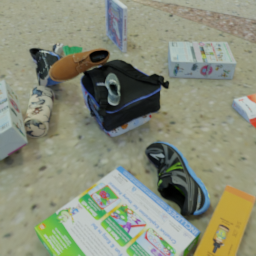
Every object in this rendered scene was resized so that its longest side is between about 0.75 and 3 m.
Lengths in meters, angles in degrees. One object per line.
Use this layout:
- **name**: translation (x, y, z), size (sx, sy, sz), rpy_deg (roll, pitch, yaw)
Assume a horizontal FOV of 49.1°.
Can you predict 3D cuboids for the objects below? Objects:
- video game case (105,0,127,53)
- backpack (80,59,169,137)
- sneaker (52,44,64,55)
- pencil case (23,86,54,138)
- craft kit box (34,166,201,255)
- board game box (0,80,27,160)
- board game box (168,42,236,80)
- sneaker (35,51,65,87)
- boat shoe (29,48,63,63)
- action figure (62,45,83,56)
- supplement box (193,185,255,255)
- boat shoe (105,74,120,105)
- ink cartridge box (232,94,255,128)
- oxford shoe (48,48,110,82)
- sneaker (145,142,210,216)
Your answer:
- **video game case**: translation (-0.676, -5.660, 15.047), size (0.294, 2.334, 2.561), rpy_deg (-16, 44, -19)
- **backpack**: translation (-0.377, -1.211, 10.179), size (2.801, 2.158, 2.668), rpy_deg (-22, 53, -24)
- **sneaker**: translation (-3.762, -4.111, 14.719), size (0.481, 0.475, 1.211), rpy_deg (7, 31, 1)
- **pencil case**: translation (-3.373, -0.634, 10.473), size (1.006, 0.875, 2.250), rpy_deg (4, 41, -11)
- **craft kit box**: translation (-0.278, 2.677, 6.955), size (2.911, 0.715, 2.947), rpy_deg (-30, 49, -32)
- **board game box**: translation (-4.662, -0.095, 9.346), size (2.135, 0.930, 2.894), rpy_deg (-30, 47, -2)
- **board game box**: translation (3.420, -3.281, 13.440), size (2.903, 0.933, 2.142), rpy_deg (2, 42, 4)
- **sneaker**: translation (-3.018, -2.421, 11.395), size (1.269, 1.118, 2.847), rpy_deg (-14, 2, -21)
- **boat shoe**: translation (-3.882, -3.446, 13.571), size (2.274, 0.753, 0.795), rpy_deg (23, 70, 26)
- **action figure**: translation (-2.723, -3.447, 13.958), size (1.051, 0.487, 1.780), rpy_deg (-6, 49, -9)
- **supplement box**: translation (2.357, 2.609, 6.905), size (0.814, 0.842, 2.447), rpy_deg (23, 45, 25)
- **boat shoe**: translation (-0.432, -1.269, 8.573), size (0.452, 0.383, 1.241), rpy_deg (5, 53, -14)
- **ink cartridge box**: translation (5.133, -0.651, 10.860), size (1.409, 0.435, 1.737), rpy_deg (-15, 41, -16)
- **oxford shoe**: translation (-1.561, -2.116, 9.041), size (2.121, 0.756, 0.756), rpy_deg (-28, 12, -14)
- **sneaker**: translation (1.229, 1.385, 8.156), size (1.109, 0.949, 2.677), rpy_deg (-14, 46, -25)
